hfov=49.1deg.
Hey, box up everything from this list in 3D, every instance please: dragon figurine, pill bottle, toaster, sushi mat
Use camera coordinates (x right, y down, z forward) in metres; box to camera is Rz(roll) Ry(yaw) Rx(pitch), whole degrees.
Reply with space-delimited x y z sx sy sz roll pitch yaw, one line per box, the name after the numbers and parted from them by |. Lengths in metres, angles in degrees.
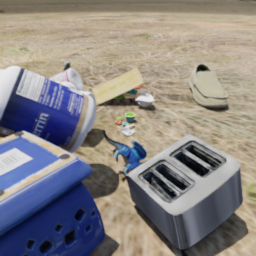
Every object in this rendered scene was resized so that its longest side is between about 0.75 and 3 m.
0.110 0.579 6.522 0.852 1.714 0.504 -33 6 -4 | dragon figurine
-1.982 -0.422 5.655 2.322 1.344 1.344 21 20 -23 | pill bottle
-2.524 -1.445 10.219 1.584 0.898 0.898 -21 22 17 | pill bottle
1.050 1.147 5.159 1.641 1.077 1.815 -31 36 -18 | toaster
-0.415 -1.560 10.649 2.011 0.122 0.962 -24 47 8 | sushi mat
-2.535 -0.599 8.307 2.978 1.627 1.627 7 28 12 | pill bottle

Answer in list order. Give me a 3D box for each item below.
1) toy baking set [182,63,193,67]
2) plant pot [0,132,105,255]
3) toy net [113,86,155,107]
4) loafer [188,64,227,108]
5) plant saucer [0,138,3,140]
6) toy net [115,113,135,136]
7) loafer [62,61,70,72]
3.371 -3.513 15.681 0.544 0.082 0.709 -23 35 -32 | toy baking set
-1.757 1.269 4.478 2.031 1.826 2.032 21 34 33 | plant pot
0.269 -1.258 10.964 1.188 0.437 2.265 -19 34 -37 | toy net
3.062 -1.708 11.039 1.092 0.985 2.885 -4 32 -7 | loafer
-3.986 0.739 7.134 2.086 0.337 2.086 0 26 0 | plant saucer
-0.088 -0.142 8.895 0.652 0.240 1.243 3 27 -1 | toy net
-2.799 -2.496 12.630 0.365 1.043 0.364 5 21 -14 | loafer
